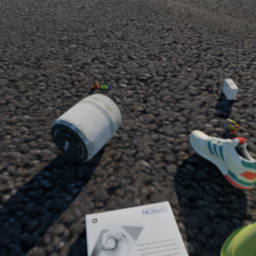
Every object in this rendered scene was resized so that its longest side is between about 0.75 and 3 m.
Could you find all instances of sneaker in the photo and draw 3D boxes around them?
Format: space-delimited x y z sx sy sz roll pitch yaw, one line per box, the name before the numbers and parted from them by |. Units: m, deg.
sneaker | 3.311 0.704 9.455 1.014 1.346 2.879 0 34 -33

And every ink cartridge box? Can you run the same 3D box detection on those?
ink cartridge box | 0.213 3.262 7.282 2.531 0.515 2.536 -8 41 -9
ink cartridge box | 4.799 -1.808 13.213 0.353 0.612 0.838 -3 41 -6

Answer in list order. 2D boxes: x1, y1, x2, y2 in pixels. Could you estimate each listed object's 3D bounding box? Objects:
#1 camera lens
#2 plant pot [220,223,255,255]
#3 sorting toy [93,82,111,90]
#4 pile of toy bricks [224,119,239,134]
camera lens | -1.501 0.005 10.145 1.783 1.783 2.229 22 45 24
plant pot | 3.663 2.848 6.089 2.709 2.491 2.709 0 46 0
sorting toy | -1.285 -2.101 13.790 0.941 0.324 0.326 2 40 4
pile of toy bricks | 4.270 -0.011 11.332 0.400 0.449 0.810 21 19 -18
